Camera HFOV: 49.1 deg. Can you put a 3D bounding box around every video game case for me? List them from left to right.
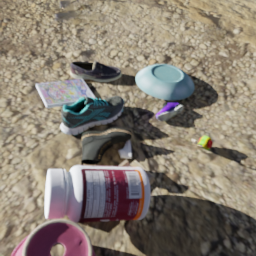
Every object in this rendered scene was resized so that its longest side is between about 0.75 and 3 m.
[{"bbox_3d":[-2.741,-1.557,12.324,2.181,0.197,1.562,-12,48,-30],"label":"video game case"}]

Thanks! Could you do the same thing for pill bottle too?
[{"bbox_3d":[-0.919,1.913,8.170,2.810,1.604,1.604,4,47,-19],"label":"pill bottle"}]

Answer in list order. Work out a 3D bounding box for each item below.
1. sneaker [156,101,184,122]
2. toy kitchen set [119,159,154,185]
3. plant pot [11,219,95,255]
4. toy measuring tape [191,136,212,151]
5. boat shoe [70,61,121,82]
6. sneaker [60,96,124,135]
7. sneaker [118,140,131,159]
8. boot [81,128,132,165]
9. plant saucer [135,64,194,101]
[{"bbox_3d":[1.618,-0.753,11.812,1.380,0.480,0.686,-23,53,-28],"label":"sneaker"},{"bbox_3d":[0.182,1.645,9.441,1.059,0.864,0.955,-37,58,-27],"label":"toy kitchen set"},{"bbox_3d":[-1.778,3.362,6.778,2.360,2.112,2.360,10,47,-11],"label":"plant pot"},{"bbox_3d":[2.738,0.472,10.262,0.511,1.389,0.511,-15,65,34],"label":"toy measuring tape"},{"bbox_3d":[-1.551,-2.743,13.302,2.465,0.799,0.886,3,49,3],"label":"boat shoe"},{"bbox_3d":[-1.396,-0.755,11.226,2.868,1.308,1.113,-27,52,-23],"label":"sneaker"},{"bbox_3d":[-0.140,0.785,10.561,0.486,0.310,0.841,0,50,-4],"label":"sneaker"},{"bbox_3d":[-0.794,0.763,10.339,1.924,0.745,1.331,-9,48,8],"label":"boot"},{"bbox_3d":[1.738,-2.296,12.841,2.770,0.533,2.770,5,42,-4],"label":"plant saucer"}]
